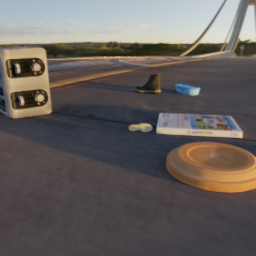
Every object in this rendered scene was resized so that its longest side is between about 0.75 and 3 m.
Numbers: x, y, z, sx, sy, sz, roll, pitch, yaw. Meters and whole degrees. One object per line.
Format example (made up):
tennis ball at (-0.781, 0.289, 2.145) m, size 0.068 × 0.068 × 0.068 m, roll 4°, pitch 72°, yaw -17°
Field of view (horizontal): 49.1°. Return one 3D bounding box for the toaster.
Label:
toaster at (-4.487, -1.986, 11.443) m, size 1.723 × 2.626 × 2.904 m, roll -13°, pitch 22°, yaw -36°

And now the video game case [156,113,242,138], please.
video game case at (2.328, -0.119, 9.569) m, size 2.610 × 0.235 × 1.869 m, roll 3°, pitch 18°, yaw 9°

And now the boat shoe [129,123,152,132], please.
boat shoe at (0.403, -0.019, 9.227) m, size 0.774 × 0.276 × 0.242 m, roll -2°, pitch 13°, yaw 6°

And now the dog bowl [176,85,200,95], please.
dog bowl at (3.295, -2.125, 15.599) m, size 0.861 × 0.383 × 1.544 m, roll -10°, pitch 21°, yaw -29°

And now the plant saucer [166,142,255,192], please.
plant saucer at (2.012, 0.786, 6.547) m, size 2.227 × 0.359 × 2.227 m, roll 0°, pitch 19°, yaw 0°

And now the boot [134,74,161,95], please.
boot at (1.095, -2.480, 15.533) m, size 1.585 × 1.096 × 0.614 m, roll 9°, pitch 20°, yaw 27°
